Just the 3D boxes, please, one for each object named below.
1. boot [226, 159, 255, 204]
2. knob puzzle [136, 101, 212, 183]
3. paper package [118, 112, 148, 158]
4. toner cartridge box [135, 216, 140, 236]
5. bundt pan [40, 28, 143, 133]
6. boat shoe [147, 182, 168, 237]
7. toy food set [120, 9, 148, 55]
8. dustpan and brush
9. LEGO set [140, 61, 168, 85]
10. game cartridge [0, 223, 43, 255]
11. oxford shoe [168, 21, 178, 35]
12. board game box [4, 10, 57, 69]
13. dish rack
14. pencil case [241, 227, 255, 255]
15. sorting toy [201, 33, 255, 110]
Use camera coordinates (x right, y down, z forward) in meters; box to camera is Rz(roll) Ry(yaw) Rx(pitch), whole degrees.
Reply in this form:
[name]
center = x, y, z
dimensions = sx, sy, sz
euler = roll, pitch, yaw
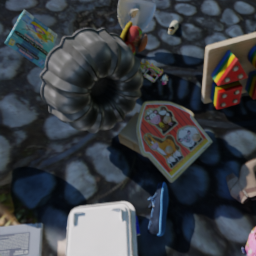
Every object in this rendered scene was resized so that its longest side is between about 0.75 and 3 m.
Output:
[boot]
center = 3.440, 1.522, 7.891
dimensions = 1.302, 0.457, 0.952
euler = -35, 43, 8
[knob puzzle]
center = 1.241, 0.094, 8.409
dimensions = 2.538, 0.352, 2.538
euler = 6, 68, -15
[paper package]
center = 0.445, 0.207, 8.813
dimensions = 1.124, 0.582, 1.071
euler = 29, 62, 18
[toner cartridge box]
center = -0.210, 2.670, 7.428
dimensions = 0.994, 0.215, 0.472
euler = -7, 59, -4
[bundt pan]
center = -0.795, -1.128, 7.718
dimensions = 2.990, 2.990, 1.122
euler = -30, 42, -18
[boat shoe]
center = 0.747, 2.122, 7.511
dimensions = 0.491, 0.602, 1.431
euler = -8, 48, 29
[toy food set]
center = 0.085, -2.709, 9.746
dimensions = 0.869, 2.661, 1.566
euler = 24, 19, -1
[dustpan and brush]
center = 0.159, -3.872, 10.720
dimensions = 1.404, 2.012, 0.576
euler = 8, 42, -12
[LEGO set]
center = 0.674, -1.945, 9.939
dimensions = 1.477, 0.679, 0.550
euler = 30, 78, 29
[game cartridge]
center = -3.041, 3.079, 7.109
dimensions = 1.674, 0.348, 1.115
euler = -5, 63, -3
[oxford shoe]
center = 1.935, -4.335, 11.953
dimensions = 0.341, 0.262, 0.908
euler = 18, 57, 15
[board game box]
center = -3.464, -3.260, 10.238
dimensions = 1.470, 0.457, 1.947
euler = 33, 36, -31
[dish rack]
center = -0.722, 2.861, 6.897
dimensions = 1.858, 0.471, 2.165
euler = -8, 55, 6
[pencil case]
center = 4.157, 3.334, 6.459
dimensions = 2.769, 1.146, 1.198
euler = 33, 75, 18
[sorting toy]
center = 3.609, -1.711, 8.855
dimensions = 2.287, 2.273, 0.796
euler = -16, 50, -2
